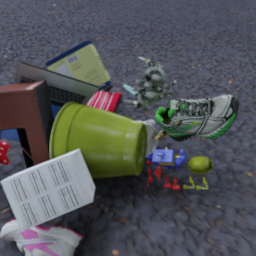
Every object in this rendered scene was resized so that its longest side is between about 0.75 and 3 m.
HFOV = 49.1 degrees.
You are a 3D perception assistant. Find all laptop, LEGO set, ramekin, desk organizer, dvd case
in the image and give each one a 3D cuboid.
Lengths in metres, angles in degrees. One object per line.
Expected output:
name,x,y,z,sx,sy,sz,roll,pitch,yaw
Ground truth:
laptop,-2.315,-0.457,8.107,2.179,2.328,1.349,15,63,-24
LEGO set,0.895,-0.873,8.325,1.678,2.584,0.732,-39,12,-1
ramekin,0.337,0.343,9.053,1.234,1.234,0.575,-13,25,-17
desk organizer,-2.598,0.252,7.542,1.105,2.870,1.029,-5,20,2
dvd case,0.340,-1.113,9.291,0.944,0.104,0.689,21,17,-45

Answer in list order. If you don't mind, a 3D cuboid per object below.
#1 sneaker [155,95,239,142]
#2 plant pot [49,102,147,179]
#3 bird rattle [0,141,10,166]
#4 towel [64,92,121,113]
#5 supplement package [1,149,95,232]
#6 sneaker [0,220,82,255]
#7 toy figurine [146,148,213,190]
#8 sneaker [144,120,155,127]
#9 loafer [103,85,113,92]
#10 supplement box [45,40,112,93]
sneaker,1.677,-0.292,7.300,1.118,2.624,1.024,33,62,-23
plant pot,-0.643,0.460,7.790,2.153,2.236,2.236,5,37,16
bird rattle,-3.956,0.382,7.572,2.231,1.819,1.257,29,65,11
towel,-1.716,-1.103,11.694,2.630,0.296,1.902,7,36,11
supplement package,-1.637,1.276,6.172,1.506,1.108,1.440,-22,1,-4
sneaker,-2.066,2.619,6.245,1.977,0.804,0.872,1,58,20
toy figurine,1.135,0.990,7.369,1.883,1.128,0.993,0,62,31
sneaker,0.411,0.033,9.636,1.064,0.398,0.436,-24,21,28
loafer,-0.939,-1.749,12.148,0.312,0.305,0.856,-54,19,-16
supplement box,-1.729,-1.992,10.173,1.717,1.715,1.153,-26,15,7
